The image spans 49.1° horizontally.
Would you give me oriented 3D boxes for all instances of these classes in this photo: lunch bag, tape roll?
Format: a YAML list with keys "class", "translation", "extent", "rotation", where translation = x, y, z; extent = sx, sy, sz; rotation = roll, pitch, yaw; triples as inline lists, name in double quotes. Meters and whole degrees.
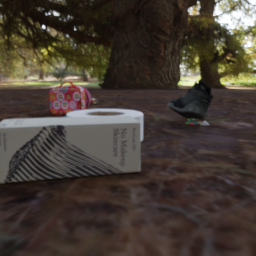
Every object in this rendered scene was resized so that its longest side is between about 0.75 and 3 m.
- class: "lunch bag"
  translation: [-3.044, -1.480, 13.979]
  extent: [1.871, 1.648, 0.766]
  rotation: [3, 11, 17]
- class: "tape roll"
  translation: [-0.680, -0.054, 8.407]
  extent: [2.301, 0.805, 2.301]
  rotation: [-1, 10, 0]

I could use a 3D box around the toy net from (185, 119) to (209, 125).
- class: "toy net"
  translation: [2.757, -0.220, 11.130]
  extent: [0.915, 0.177, 0.480]
  rotation: [7, 12, 35]

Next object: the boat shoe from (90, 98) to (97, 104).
- class: "boat shoe"
  translation: [-2.512, -1.897, 19.986]
  extent: [0.361, 0.411, 1.155]
  rotation: [4, 6, 8]

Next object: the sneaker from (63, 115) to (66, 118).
- class: "sneaker"
  translation: [-2.441, -0.307, 10.973]
  extent: [0.894, 0.408, 0.347]
  rotation: [7, 12, 36]

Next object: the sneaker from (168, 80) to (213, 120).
- class: "sneaker"
  translation: [2.502, -1.099, 11.106]
  extent: [0.917, 1.374, 2.400]
  rotation: [31, -6, -16]

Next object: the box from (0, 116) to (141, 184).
- class: "box"
  translation: [-1.102, 0.356, 5.468]
  extent: [2.609, 1.072, 0.892]
  rotation: [-4, 11, -13]

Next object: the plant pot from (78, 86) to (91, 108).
- class: "plant pot"
  translation: [-2.862, -1.444, 15.119]
  extent: [1.396, 1.396, 1.249]
  rotation: [2, 25, 11]
